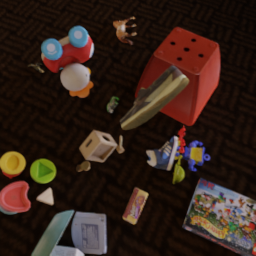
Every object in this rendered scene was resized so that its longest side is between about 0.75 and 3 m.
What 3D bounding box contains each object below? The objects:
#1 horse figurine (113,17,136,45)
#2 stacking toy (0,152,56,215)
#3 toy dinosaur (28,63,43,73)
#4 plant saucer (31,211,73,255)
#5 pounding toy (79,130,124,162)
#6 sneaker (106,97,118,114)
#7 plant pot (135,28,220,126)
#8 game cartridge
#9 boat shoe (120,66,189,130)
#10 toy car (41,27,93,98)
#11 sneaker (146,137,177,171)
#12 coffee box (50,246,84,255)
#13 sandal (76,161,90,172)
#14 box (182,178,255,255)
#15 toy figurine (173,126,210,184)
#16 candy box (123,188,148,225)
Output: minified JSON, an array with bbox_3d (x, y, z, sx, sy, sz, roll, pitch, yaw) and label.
[{"bbox_3d":[-0.205,-5.108,14.691,1.209,0.455,1.824,-8,65,9],"label":"horse figurine"},{"bbox_3d":[-3.817,2.126,10.470,1.987,0.927,2.195,8,59,-26],"label":"stacking toy"},{"bbox_3d":[-4.442,-2.994,13.623,0.911,0.216,0.401,27,69,19],"label":"toy dinosaur"},{"bbox_3d":[-2.461,3.558,8.335,0.462,2.572,2.572,29,62,-2],"label":"plant saucer"},{"bbox_3d":[-0.851,0.608,10.877,1.370,1.560,0.714,-50,54,17],"label":"pounding toy"},{"bbox_3d":[-0.677,-1.010,12.236,0.355,0.325,0.832,3,67,37],"label":"sneaker"},{"bbox_3d":[2.240,-2.382,11.883,2.907,2.564,2.910,29,64,16],"label":"plant pot"},{"bbox_3d":[-1.265,3.409,9.056,1.098,1.650,0.337,2,28,0],"label":"game cartridge"},{"bbox_3d":[0.796,-1.070,10.225,2.964,1.059,0.974,-39,72,19],"label":"boat shoe"},{"bbox_3d":[-2.281,-2.638,12.423,2.303,2.400,2.604,-28,94,-7],"label":"toy car"},{"bbox_3d":[1.296,0.892,11.070,1.088,0.598,1.486,16,66,5],"label":"sneaker"},{"bbox_3d":[-2.123,4.942,8.158,1.044,1.478,2.615,6,59,4],"label":"coffee box"},{"bbox_3d":[-1.624,1.492,10.723,0.296,0.900,0.330,14,62,-41],"label":"sandal"},{"bbox_3d":[3.498,3.163,9.777,2.713,0.511,1.853,22,62,12],"label":"box"},{"bbox_3d":[2.492,1.118,10.685,1.319,1.161,2.202,12,61,1],"label":"toy figurine"},{"bbox_3d":[0.223,2.644,9.308,0.480,1.699,0.991,23,72,10],"label":"candy box"}]
